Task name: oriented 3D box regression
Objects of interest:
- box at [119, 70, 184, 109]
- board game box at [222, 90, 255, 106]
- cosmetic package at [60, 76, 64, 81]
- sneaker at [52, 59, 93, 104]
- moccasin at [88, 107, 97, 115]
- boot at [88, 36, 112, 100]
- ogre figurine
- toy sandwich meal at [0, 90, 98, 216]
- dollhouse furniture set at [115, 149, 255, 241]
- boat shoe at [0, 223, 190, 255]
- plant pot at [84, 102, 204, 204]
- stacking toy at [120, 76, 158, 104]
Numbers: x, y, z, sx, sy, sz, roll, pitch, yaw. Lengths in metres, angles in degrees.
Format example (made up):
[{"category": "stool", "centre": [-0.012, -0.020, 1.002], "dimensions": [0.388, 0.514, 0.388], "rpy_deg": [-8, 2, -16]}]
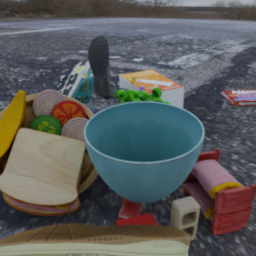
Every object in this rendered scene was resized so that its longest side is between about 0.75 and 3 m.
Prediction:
[{"category": "box", "centre": [0.784, -1.209, 10.315], "dimensions": [1.462, 1.145, 2.350], "rpy_deg": [-13, 31, -20]}, {"category": "board game box", "centre": [5.351, -1.270, 11.540], "dimensions": [2.540, 0.247, 1.307], "rpy_deg": [-2, 26, -3]}, {"category": "cosmetic package", "centre": [-2.560, -2.320, 13.409], "dimensions": [0.644, 0.435, 1.225], "rpy_deg": [19, 32, 33]}, {"category": "sneaker", "centre": [-1.486, -1.125, 8.391], "dimensions": [1.007, 1.035, 2.598], "rpy_deg": [-15, 32, 31]}, {"category": "moccasin", "centre": [-1.133, -0.109, 8.321], "dimensions": [1.059, 0.897, 2.632], "rpy_deg": [-26, 32, -23]}, {"category": "boot", "centre": [-0.772, -1.692, 8.169], "dimensions": [0.598, 1.714, 1.128], "rpy_deg": [1, 4, 3]}, {"category": "ogre figurine", "centre": [0.577, -0.711, 8.119], "dimensions": [1.822, 0.894, 1.092], "rpy_deg": [8, 15, 29]}, {"category": "toy sandwich meal", "centre": [-1.701, 0.384, 5.880], "dimensions": [2.790, 2.790, 0.955], "rpy_deg": [-10, -16, -19]}, {"category": "dollhouse furniture set", "centre": [0.930, 1.345, 5.399], "dimensions": [2.565, 1.043, 1.380], "rpy_deg": [-8, 28, -15]}, {"category": "boat shoe", "centre": [-0.506, 1.934, 4.053], "dimensions": [2.831, 0.887, 1.037], "rpy_deg": [0, -6, 0]}, {"category": "plant pot", "centre": [0.295, 0.591, 5.392], "dimensions": [2.133, 1.437, 2.133], "rpy_deg": [-1, 30, 1]}, {"category": "stacking toy", "centre": [0.332, -0.981, 8.976], "dimensions": [0.899, 1.192, 0.280], "rpy_deg": [23, -1, 16]}]
